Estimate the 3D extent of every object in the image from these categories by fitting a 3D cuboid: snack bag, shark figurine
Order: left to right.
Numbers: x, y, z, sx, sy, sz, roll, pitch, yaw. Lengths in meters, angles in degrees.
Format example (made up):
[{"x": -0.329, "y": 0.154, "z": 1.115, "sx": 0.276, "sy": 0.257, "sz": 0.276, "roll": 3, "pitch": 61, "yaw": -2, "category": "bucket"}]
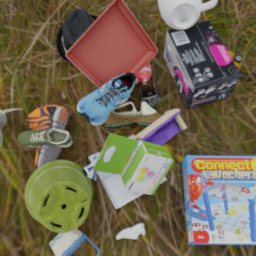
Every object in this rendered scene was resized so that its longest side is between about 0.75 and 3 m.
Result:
[{"x": -4.470, "y": 0.006, "z": 9.144, "sx": 1.853, "sy": 3.101, "sz": 1.294, "roll": -5, "pitch": 98, "yaw": -11, "category": "shark figurine"}, {"x": -0.046, "y": 1.396, "z": 9.693, "sx": 1.995, "sy": 0.226, "sz": 2.116, "roll": -26, "pitch": 68, "yaw": -14, "category": "snack bag"}]

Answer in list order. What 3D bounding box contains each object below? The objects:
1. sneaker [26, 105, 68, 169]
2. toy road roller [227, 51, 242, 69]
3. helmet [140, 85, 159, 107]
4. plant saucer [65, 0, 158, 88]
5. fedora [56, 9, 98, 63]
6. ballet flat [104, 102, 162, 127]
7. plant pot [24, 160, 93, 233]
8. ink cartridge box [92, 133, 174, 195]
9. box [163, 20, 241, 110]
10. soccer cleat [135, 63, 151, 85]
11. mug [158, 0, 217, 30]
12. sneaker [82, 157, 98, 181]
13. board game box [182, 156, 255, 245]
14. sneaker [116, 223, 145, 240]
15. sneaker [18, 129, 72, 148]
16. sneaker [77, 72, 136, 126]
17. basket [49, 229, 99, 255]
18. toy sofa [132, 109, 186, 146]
[{"x": -3.059, "y": 0.283, "z": 10.004, "sx": 1.309, "sy": 0.906, "sz": 2.336, "roll": 9, "pitch": 72, "yaw": 22, "category": "sneaker"}, {"x": 4.070, "y": -2.662, "z": 11.461, "sx": 0.995, "sy": 0.611, "sz": 0.726, "roll": 31, "pitch": 80, "yaw": 13, "category": "toy road roller"}, {"x": 0.821, "y": -1.182, "z": 10.636, "sx": 0.802, "sy": 0.802, "sz": 0.765, "roll": -9, "pitch": 77, "yaw": -4, "category": "helmet"}, {"x": -0.543, "y": -2.735, "z": 10.026, "sx": 2.619, "sy": 2.624, "sz": 0.482, "roll": -47, "pitch": 40, "yaw": 2, "category": "plant saucer"}, {"x": -1.986, "y": -3.951, "z": 11.586, "sx": 2.529, "sy": 1.155, "sz": 2.529, "roll": -1, "pitch": 72, "yaw": 3, "category": "fedora"}, {"x": 0.257, "y": -0.521, "z": 10.246, "sx": 2.354, "sy": 0.798, "sz": 0.851, "roll": 0, "pitch": 108, "yaw": 4, "category": "ballet flat"}, {"x": -1.888, "y": 2.054, "z": 8.027, "sx": 2.132, "sy": 2.025, "sz": 2.132, "roll": 1, "pitch": 87, "yaw": -18, "category": "plant pot"}, {"x": 0.128, "y": 1.141, "z": 8.474, "sx": 1.986, "sy": 1.468, "sz": 0.752, "roll": 15, "pitch": 26, "yaw": -26, "category": "ink cartridge box"}, {"x": 2.662, "y": -2.396, "z": 10.771, "sx": 1.847, "sy": 1.603, "sz": 2.795, "roll": -16, "pitch": 64, "yaw": -5, "category": "box"}, {"x": -0.192, "y": -2.322, "z": 11.175, "sx": 2.245, "sy": 0.749, "sz": 0.858, "roll": 10, "pitch": 77, "yaw": 0, "category": "soccer cleat"}, {"x": 2.143, "y": -4.449, "z": 10.081, "sx": 2.046, "sy": 1.510, "sz": 1.794, "roll": -10, "pitch": 44, "yaw": 10, "category": "mug"}, {"x": -1.204, "y": 1.268, "z": 8.944, "sx": 0.469, "sy": 0.328, "sz": 0.813, "roll": 9, "pitch": 54, "yaw": -7, "category": "sneaker"}, {"x": 3.251, "y": 2.298, "z": 9.007, "sx": 2.770, "sy": 0.774, "sz": 2.713, "roll": 0, "pitch": 65, "yaw": 0, "category": "board game box"}, {"x": 0.087, "y": 3.323, "z": 8.782, "sx": 0.968, "sy": 0.361, "sz": 0.421, "roll": -18, "pitch": 71, "yaw": -8, "category": "sneaker"}, {"x": -2.657, "y": 0.272, "z": 8.994, "sx": 1.729, "sy": 0.776, "sz": 0.580, "roll": 4, "pitch": 70, "yaw": -13, "category": "sneaker"}, {"x": -0.655, "y": -1.157, "z": 9.389, "sx": 1.083, "sy": 1.243, "sz": 2.764, "roll": 42, "pitch": 47, "yaw": 0, "category": "sneaker"}, {"x": -1.608, "y": 3.601, "z": 8.330, "sx": 1.102, "sy": 0.869, "sz": 1.250, "roll": -41, "pitch": 69, "yaw": -7, "category": "basket"}, {"x": 1.067, "y": 0.211, "z": 9.614, "sx": 2.030, "sy": 0.991, "sz": 0.841, "roll": -36, "pitch": 100, "yaw": -23, "category": "toy sofa"}]
